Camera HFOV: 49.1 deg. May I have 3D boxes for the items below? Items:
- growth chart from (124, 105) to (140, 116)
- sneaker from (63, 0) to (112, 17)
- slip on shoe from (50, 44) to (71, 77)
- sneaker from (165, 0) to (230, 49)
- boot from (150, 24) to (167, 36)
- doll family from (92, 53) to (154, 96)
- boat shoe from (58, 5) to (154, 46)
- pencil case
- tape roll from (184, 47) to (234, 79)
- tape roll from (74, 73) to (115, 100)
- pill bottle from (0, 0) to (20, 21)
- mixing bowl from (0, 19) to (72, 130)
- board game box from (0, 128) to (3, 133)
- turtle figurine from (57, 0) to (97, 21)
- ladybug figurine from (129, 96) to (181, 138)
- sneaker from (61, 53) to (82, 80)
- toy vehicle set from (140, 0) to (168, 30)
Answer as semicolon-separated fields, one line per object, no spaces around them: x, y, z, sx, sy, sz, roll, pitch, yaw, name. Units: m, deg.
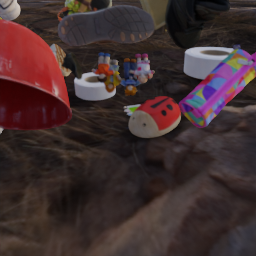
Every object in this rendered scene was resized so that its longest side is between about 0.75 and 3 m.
0.394;-0.482;8.941;0.847;0.104;1.171;-13;32;-19;growth chart
-1.740;-4.681;10.190;2.134;1.134;0.798;0;69;29;sneaker
-3.211;-2.873;12.395;0.812;1.019;2.681;-40;41;10;slip on shoe
1.707;-2.877;7.248;1.083;2.833;1.623;-15;60;-5;sneaker
1.097;-3.703;8.816;1.699;1.479;0.588;-17;43;-8;boot
-0.117;-1.280;6.990;1.520;0.685;0.944;1;68;2;doll family
-0.522;-2.443;6.741;2.304;0.872;0.827;-6;17;-14;boat shoe
1.922;-0.859;5.866;1.861;0.822;0.822;-45;43;-7;pencil case
3.680;-2.803;12.017;2.503;0.875;2.503;0;27;0;tape roll
-1.205;-1.561;10.352;1.516;0.530;1.516;-1;30;0;tape roll
-3.568;-3.638;7.553;0.824;1.484;0.824;-3;71;9;pill bottle
-2.076;-0.897;4.620;2.362;2.362;1.279;1;72;2;mixing bowl
-4.520;0.029;7.569;1.911;0.589;1.910;-3;31;-5;board game box
-1.106;-3.401;7.367;0.666;1.667;2.067;43;21;5;turtle figurine
0.806;-0.397;8.087;1.272;0.674;1.875;27;44;31;ladybug figurine
-1.613;-1.710;8.019;0.444;0.775;0.296;-18;15;28;sneaker
1.409;-4.058;7.893;2.397;1.490;0.318;-35;41;-8;toy vehicle set
